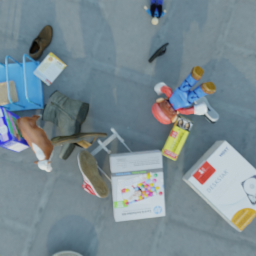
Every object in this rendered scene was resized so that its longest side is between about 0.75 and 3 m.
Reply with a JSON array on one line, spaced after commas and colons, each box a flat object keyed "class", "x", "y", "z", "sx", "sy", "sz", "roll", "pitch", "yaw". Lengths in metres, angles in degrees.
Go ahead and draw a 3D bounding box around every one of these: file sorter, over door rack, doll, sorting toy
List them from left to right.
[{"class": "file sorter", "x": -4.862, "y": -1.642, "z": 10.635, "sx": 2.747, "sy": 1.685, "sz": 1.906, "roll": -5, "pitch": 88, "yaw": -1}, {"class": "sorting toy", "x": -4.841, "y": -1.386, "z": 11.163, "sx": 0.793, "sy": 0.156, "sz": 0.856, "roll": -13, "pitch": 92, "yaw": -2}, {"class": "over door rack", "x": -0.555, "y": 1.219, "z": 11.055, "sx": 1.524, "sy": 0.687, "sz": 2.063, "roll": -40, "pitch": 102, "yaw": -2}, {"class": "doll", "x": 1.110, "y": -4.918, "z": 11.475, "sx": 0.922, "sy": 0.327, "sz": 1.351, "roll": 3, "pitch": 93, "yaw": -8}]

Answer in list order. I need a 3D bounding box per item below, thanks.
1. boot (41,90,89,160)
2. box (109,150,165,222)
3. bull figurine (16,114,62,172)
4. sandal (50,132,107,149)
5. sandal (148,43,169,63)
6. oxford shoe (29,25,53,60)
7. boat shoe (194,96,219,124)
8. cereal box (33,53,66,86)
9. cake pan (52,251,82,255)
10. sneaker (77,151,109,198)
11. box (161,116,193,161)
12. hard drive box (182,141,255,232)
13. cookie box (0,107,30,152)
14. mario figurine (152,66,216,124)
[{"class": "boot", "x": -2.646, "y": -0.114, "z": 10.989, "sx": 1.636, "sy": 0.848, "sz": 2.505, "roll": 19, "pitch": 79, "yaw": -1}, {"class": "box", "x": 0.354, "y": 2.199, "z": 10.732, "sx": 1.961, "sy": 0.518, "sz": 2.515, "roll": -4, "pitch": 97, "yaw": -7}, {"class": "bull figurine", "x": -3.292, "y": 0.505, "z": 10.614, "sx": 0.750, "sy": 1.397, "sz": 2.302, "roll": -32, "pitch": 90, "yaw": 23}, {"class": "sandal", "x": -1.745, "y": 0.494, "z": 10.141, "sx": 2.152, "sy": 0.879, "sz": 0.587, "roll": -11, "pitch": 97, "yaw": -43}, {"class": "sandal", "x": 1.267, "y": -3.019, "z": 11.395, "sx": 1.091, "sy": 0.410, "sz": 0.261, "roll": -45, "pitch": 112, "yaw": 5}, {"class": "oxford shoe", "x": -3.487, "y": -3.474, "z": 11.240, "sx": 0.559, "sy": 0.649, "sz": 1.538, "roll": 25, "pitch": 86, "yaw": -1}, {"class": "boat shoe", "x": 3.055, "y": -0.743, "z": 11.161, "sx": 0.513, "sy": 0.475, "sz": 1.389, "roll": -30, "pitch": 65, "yaw": -19}, {"class": "cereal box", "x": -3.147, "y": -2.353, "z": 11.254, "sx": 0.791, "sy": 0.217, "sz": 1.100, "roll": 41, "pitch": 83, "yaw": -18}, {"class": "cake pan", "x": -2.350, "y": 5.784, "z": 10.893, "sx": 2.079, "sy": 0.381, "sz": 2.079, "roll": 0, "pitch": 87, "yaw": 0}, {"class": "sneaker", "x": -1.500, "y": 1.774, "z": 10.658, "sx": 0.680, "sy": 1.074, "sz": 1.909, "roll": -28, "pitch": 96, "yaw": -29}, {"class": "box", "x": 1.934, "y": 0.410, "z": 11.149, "sx": 0.636, "sy": 0.423, "sz": 1.690, "roll": 27, "pitch": 87, "yaw": 1}, {"class": "hard drive box", "x": 3.828, "y": 2.167, "z": 10.750, "sx": 2.714, "sy": 1.042, "sz": 2.116, "roll": 43, "pitch": 87, "yaw": 2}, {"class": "cookie box", "x": -4.415, "y": 0.103, "z": 10.500, "sx": 0.592, "sy": 1.577, "sz": 1.349, "roll": -23, "pitch": 78, "yaw": -3}, {"class": "mario figurine", "x": 1.971, "y": -1.146, "z": 10.494, "sx": 1.417, "sy": 2.674, "sz": 1.650, "roll": 14, "pitch": 54, "yaw": -33}]
